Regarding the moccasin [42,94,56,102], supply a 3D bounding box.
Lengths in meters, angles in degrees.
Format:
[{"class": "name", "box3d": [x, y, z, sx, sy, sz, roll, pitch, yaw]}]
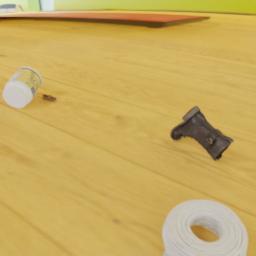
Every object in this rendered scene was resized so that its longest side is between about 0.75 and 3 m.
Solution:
[{"class": "moccasin", "box3d": [-3.743, -1.454, 13.312, 0.777, 0.300, 0.284, 16, 33, 26]}]

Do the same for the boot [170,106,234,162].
[{"class": "boot", "box3d": [2.356, 0.399, 9.245, 0.695, 2.007, 1.748, -31, 72, -28]}]

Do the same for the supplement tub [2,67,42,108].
[{"class": "supplement tub", "box3d": [-4.831, -1.851, 12.817, 1.262, 1.262, 1.735, 4, 43, 7]}]

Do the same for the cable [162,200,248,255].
[{"class": "cable", "box3d": [1.650, 2.331, 6.141, 1.798, 0.623, 1.798, 2, 31, 6]}]
